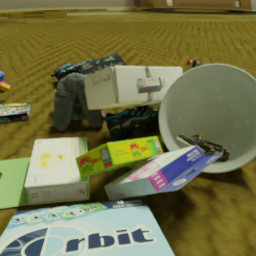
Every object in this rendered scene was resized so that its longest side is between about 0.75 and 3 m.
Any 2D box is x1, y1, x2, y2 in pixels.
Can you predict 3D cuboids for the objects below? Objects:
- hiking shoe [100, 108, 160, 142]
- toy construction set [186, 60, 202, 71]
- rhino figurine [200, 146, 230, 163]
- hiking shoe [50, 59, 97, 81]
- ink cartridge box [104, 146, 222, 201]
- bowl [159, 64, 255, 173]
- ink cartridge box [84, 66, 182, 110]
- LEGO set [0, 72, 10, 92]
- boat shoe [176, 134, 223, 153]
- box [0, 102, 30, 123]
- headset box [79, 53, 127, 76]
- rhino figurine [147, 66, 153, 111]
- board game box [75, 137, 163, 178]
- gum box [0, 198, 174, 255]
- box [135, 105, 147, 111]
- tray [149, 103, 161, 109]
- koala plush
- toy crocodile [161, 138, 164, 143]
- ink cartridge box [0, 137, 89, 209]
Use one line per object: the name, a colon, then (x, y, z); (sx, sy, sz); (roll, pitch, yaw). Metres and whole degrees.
hiking shoe: (0.327, -0.347, 8.997); (2.244, 0.835, 0.973); (-13, 55, -24)
toy construction set: (2.445, -1.958, 12.143); (1.797, 1.381, 1.498); (-6, 65, 0)
rhino figurine: (1.997, 0.636, 6.682); (0.816, 0.357, 0.244); (6, 27, 21)
hiking shoe: (-2.311, -2.874, 13.667); (2.734, 1.017, 1.185); (-20, 35, -31)
ink cartridge box: (0.758, 0.924, 6.168); (1.928, 0.425, 1.964); (-23, -1, -45)
bowl: (2.327, -0.218, 7.700); (2.811, 2.811, 1.263); (11, 0, 19)
ink cartridge box: (0.178, -1.170, 8.337); (2.446, 1.037, 1.781); (-5, 1, -34)
LEGO set: (-5.362, -1.668, 11.623); (0.931, 0.865, 2.268); (23, 29, -14)
boat shoe: (1.880, 0.413, 7.312); (1.436, 0.432, 0.512); (25, 5, -25)
box: (-4.395, -0.558, 10.212); (1.498, 0.282, 1.023); (-7, 29, -12)
headset box: (-1.035, -2.313, 12.207); (1.900, 1.012, 2.183); (-19, 32, -4)
rhino figurine: (0.775, -1.523, 10.522); (0.492, 1.646, 0.720); (-15, 30, -14)
board game box: (-0.139, 0.639, 6.480); (0.998, 0.468, 1.965); (-26, -12, 34)
gum box: (-0.693, 1.988, 4.142); (2.530, 0.663, 2.978); (-5, 8, -8)
box: (0.441, -1.067, 10.274); (0.345, 0.655, 0.800); (-6, 34, -12)
tray: (1.713, -0.855, 9.460); (1.054, 0.218, 1.963); (-11, 4, -42)
koala plush: (-1.784, -1.080, 9.904); (1.782, 1.847, 2.010); (-4, 17, -8)
toy crocodile: (1.583, -0.041, 8.865); (0.728, 0.666, 2.156); (46, 43, -4)
ink cartridge box: (-2.358, 1.055, 6.952); (2.724, 0.653, 1.982); (-3, 29, -9)
